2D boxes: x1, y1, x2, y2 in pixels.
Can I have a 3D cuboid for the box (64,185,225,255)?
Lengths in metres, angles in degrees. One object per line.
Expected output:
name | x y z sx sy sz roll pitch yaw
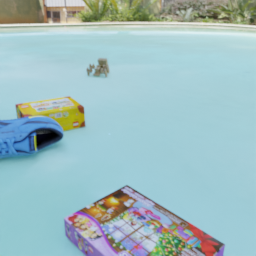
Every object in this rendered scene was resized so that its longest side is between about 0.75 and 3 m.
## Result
box | 0.180 1.720 4.311 1.424 0.407 2.081 -20 30 -40

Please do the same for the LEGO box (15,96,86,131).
LEGO box | -2.455 -0.391 8.856 1.829 0.706 1.362 -13 26 -27

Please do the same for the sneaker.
sneaker | -2.965 0.316 6.936 2.767 0.912 1.085 -15 25 -32

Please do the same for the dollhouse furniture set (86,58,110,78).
dollhouse furniture set | -1.553 -3.192 15.666 1.114 0.844 1.271 7 46 16
